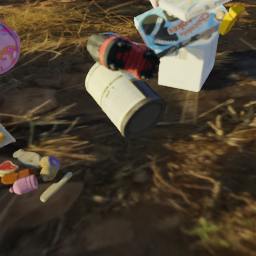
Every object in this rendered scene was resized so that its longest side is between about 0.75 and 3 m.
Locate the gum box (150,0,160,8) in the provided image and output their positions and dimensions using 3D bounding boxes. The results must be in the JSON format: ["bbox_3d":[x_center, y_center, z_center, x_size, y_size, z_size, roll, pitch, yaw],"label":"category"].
[{"bbox_3d":[0.799,-4.549,8.994,0.484,1.463,0.830,-28,-6,9],"label":"gum box"}]

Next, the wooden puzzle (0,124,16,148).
[{"bbox_3d":[-4.084,0.298,8.001,1.307,0.303,1.211,-26,42,-33],"label":"wooden puzzle"}]

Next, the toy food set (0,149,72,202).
[{"bbox_3d":[-1.686,0.716,4.687,1.438,0.226,0.914,12,38,31],"label":"toy food set"}]

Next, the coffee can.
[{"bbox_3d":[-0.079,-0.714,6.369,1.165,1.165,1.592,-23,58,-30],"label":"coffee can"}]

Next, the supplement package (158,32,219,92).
[{"bbox_3d":[2.564,-2.961,11.603,1.697,1.634,2.983,14,36,20],"label":"supplement package"}]

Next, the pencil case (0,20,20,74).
[{"bbox_3d":[-3.090,-1.657,5.350,2.336,1.021,1.021,19,38,34],"label":"pencil case"}]

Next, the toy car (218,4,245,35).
[{"bbox_3d":[2.598,-3.742,8.004,1.447,0.982,2.951,30,53,3],"label":"toy car"}]

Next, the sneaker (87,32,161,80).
[{"bbox_3d":[-0.038,-0.758,2.936,0.493,0.356,1.008,32,18,30],"label":"sneaker"}]

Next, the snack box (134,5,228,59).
[{"bbox_3d":[1.632,-3.228,8.548,2.500,0.464,1.453,-26,73,-1],"label":"snack box"}]

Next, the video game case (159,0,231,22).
[{"bbox_3d":[1.071,-1.902,3.998,1.035,0.125,1.135,-25,34,3],"label":"video game case"}]
